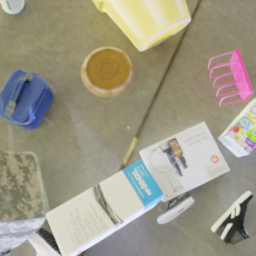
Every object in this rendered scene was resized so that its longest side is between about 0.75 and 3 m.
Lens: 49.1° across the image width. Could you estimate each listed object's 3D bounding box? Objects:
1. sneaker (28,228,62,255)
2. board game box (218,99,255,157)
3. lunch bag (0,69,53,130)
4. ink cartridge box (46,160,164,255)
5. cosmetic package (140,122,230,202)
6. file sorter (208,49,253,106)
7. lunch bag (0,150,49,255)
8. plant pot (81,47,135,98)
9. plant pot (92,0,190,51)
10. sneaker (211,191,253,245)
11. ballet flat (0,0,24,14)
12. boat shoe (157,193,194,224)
[{"bbox_3d":[-2.032,3.690,7.337,2.379,0.837,1.112,41,80,7],"label":"sneaker"},{"bbox_3d":[3.532,-0.040,8.145,0.822,0.837,1.597,43,81,8],"label":"board game box"},{"bbox_3d":[-3.002,-0.876,8.190,1.122,1.093,1.652,22,79,4],"label":"lunch bag"},{"bbox_3d":[-0.556,2.048,6.955,2.533,1.849,1.068,-27,71,-16],"label":"ink cartridge box"},{"bbox_3d":[1.597,0.964,8.093,2.082,0.538,1.570,-25,82,-5],"label":"cosmetic package"},{"bbox_3d":[2.962,-1.437,8.317,0.844,0.935,1.346,-15,76,7],"label":"file sorter"},{"bbox_3d":[-3.081,1.884,7.075,1.496,1.801,2.148,2,47,-37],"label":"lunch bag"},{"bbox_3d":[-0.640,-1.820,8.841,1.727,0.237,1.727,0,77,0],"label":"plant pot"},{"bbox_3d":[0.448,-3.789,8.189,2.695,2.695,2.535,-30,95,-6],"label":"plant pot"},{"bbox_3d":[3.077,2.527,7.629,1.495,0.546,0.836,-48,64,3],"label":"sneaker"},{"bbox_3d":[-3.906,-5.178,9.215,0.974,0.974,2.806,-6,78,-1],"label":"ballet flat"},{"bbox_3d":[1.270,2.236,7.882,1.182,0.424,0.401,-34,51,-7],"label":"boat shoe"}]
